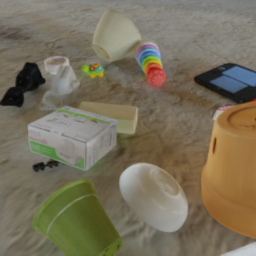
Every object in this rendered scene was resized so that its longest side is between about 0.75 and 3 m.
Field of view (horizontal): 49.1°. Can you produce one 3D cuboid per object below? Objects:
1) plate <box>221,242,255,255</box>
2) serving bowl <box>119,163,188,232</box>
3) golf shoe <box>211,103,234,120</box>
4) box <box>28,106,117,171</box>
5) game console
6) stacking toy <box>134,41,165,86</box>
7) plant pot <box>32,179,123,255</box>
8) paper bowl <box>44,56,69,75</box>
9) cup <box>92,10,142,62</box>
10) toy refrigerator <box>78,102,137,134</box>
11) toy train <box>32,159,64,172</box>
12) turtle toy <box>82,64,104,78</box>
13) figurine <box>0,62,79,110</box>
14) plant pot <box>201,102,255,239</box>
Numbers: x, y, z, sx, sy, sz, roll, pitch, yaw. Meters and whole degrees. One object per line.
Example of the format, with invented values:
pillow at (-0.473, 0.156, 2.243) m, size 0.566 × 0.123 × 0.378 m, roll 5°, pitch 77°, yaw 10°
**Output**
plate at (2.553, 2.482, 3.116) m, size 2.820 × 0.456 × 2.814 m, roll -9°, pitch 37°, yaw -24°
serving bowl at (0.649, 1.340, 5.978) m, size 1.665 × 0.548 × 1.665 m, roll 29°, pitch 26°, yaw -16°
golf shoe at (3.295, -0.513, 9.482) m, size 1.132 × 0.411 × 0.521 m, roll -24°, pitch 47°, yaw -30°
box at (-1.495, 0.197, 7.821) m, size 1.860 × 0.899 × 1.641 m, roll 15°, pitch 29°, yaw 21°
game console at (4.445, -1.893, 11.489) m, size 2.394 × 0.420 × 2.707 m, roll -21°, pitch 39°, yaw -28°
stacking toy at (1.060, -2.733, 12.204) m, size 1.158 × 1.158 × 2.713 m, roll -5°, pitch 40°, yaw -7°
plant pot at (-0.837, 1.941, 5.303) m, size 1.409 × 1.409 × 1.338 m, roll -27°, pitch 54°, yaw -33°
paper bowl at (-3.199, -2.776, 12.626) m, size 1.080 × 0.562 × 1.080 m, roll 0°, pitch 35°, yaw 0°
cup at (-0.755, -4.180, 13.525) m, size 2.327 × 2.327 × 1.664 m, roll 30°, pitch 75°, yaw 36°
toy refrigerator at (-0.671, -0.317, 9.028) m, size 1.854 × 0.649 × 0.704 m, roll 6°, pitch 42°, yaw 10°
toy train at (-2.006, 0.930, 7.511) m, size 1.119 × 0.191 × 0.256 m, roll -13°, pitch 31°, yaw -32°
turtle toy at (-1.557, -2.583, 12.404) m, size 0.984 × 0.497 × 0.717 m, roll -9°, pitch 36°, yaw -13°
figurine at (-3.242, -1.427, 10.464) m, size 2.351 × 1.012 × 2.294 m, roll 6°, pitch 41°, yaw 7°
plant pot at (2.889, 0.645, 5.903) m, size 2.744 × 1.921 × 2.744 m, roll -10°, pitch 23°, yaw 4°
